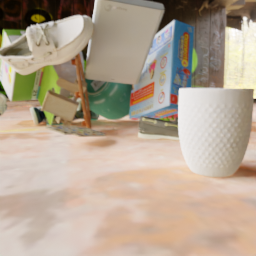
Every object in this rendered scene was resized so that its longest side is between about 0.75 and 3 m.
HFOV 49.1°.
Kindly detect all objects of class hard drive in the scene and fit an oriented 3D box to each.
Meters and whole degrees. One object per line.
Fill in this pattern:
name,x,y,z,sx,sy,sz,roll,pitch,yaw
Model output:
hard drive,-0.219,-2.337,7.885,1.718,0.342,2.605,4,-37,-14

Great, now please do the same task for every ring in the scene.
ring,-1.324,-1.011,7.969,0.223,2.326,2.326,-8,8,-4

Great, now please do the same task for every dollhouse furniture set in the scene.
dollhouse furniture set,-1.993,-1.114,9.022,0.976,1.704,1.999,22,24,-13

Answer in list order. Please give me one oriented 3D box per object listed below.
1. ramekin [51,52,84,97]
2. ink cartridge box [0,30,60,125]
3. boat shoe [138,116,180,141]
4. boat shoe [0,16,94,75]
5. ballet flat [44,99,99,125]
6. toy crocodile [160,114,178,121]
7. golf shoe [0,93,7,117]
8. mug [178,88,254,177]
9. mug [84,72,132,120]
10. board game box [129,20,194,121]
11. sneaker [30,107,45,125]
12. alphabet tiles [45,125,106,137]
ramekin,-2.560,-2.214,9.974,1.215,2.608,2.608,-12,13,-34
ink cartridge box,-3.258,-1.593,9.124,1.016,1.982,2.682,-10,53,-36
boat shoe,1.194,-0.001,7.135,1.921,0.574,0.686,2,8,15
boat shoe,-2.173,-2.154,7.130,2.768,0.980,0.959,-19,-22,24
ballet flat,-2.008,-0.648,10.708,0.944,0.944,2.624,5,9,35
toy crocodile,1.674,-0.429,10.615,1.187,0.401,0.367,1,-11,32
golf shoe,-4.528,-0.768,9.741,0.489,0.608,1.250,15,-30,-3
mug,1.354,0.018,4.427,1.071,1.272,1.450,3,8,18
mug,-0.733,-1.706,10.429,2.085,2.538,1.569,1,-15,30
board game box,0.940,-1.563,8.608,0.693,2.430,2.482,9,-10,-24
sneaker,-3.103,-0.532,10.370,0.757,0.671,1.791,-14,10,-7
alphabet tiles,-1.213,0.071,6.598,1.112,0.042,1.337,16,8,34
